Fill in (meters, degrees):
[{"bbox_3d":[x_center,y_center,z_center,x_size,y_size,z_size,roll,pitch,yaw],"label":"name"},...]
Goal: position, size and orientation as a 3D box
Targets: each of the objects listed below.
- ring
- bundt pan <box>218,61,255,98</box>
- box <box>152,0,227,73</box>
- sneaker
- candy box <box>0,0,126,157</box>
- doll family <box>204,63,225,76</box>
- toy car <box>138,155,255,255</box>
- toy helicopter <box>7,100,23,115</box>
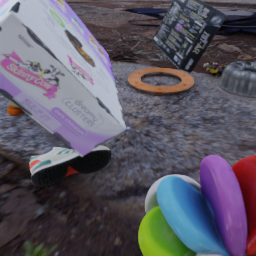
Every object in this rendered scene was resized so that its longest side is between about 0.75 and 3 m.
[{"bbox_3d":[1.248,-1.796,10.731,2.496,0.239,2.496,0,32,0],"label":"ring"},{"bbox_3d":[4.483,-1.895,10.345,2.118,0.795,2.118,0,31,0],"label":"bundt pan"},{"bbox_3d":[1.633,-2.868,8.157,0.470,1.731,2.161,14,30,-29],"label":"box"},{"bbox_3d":[-1.293,0.635,6.214,1.801,0.634,0.842,-17,40,-21],"label":"sneaker"},{"bbox_3d":[-1.292,-1.298,5.142,1.033,2.422,2.887,-32,37,15],"label":"candy box"},{"bbox_3d":[3.717,-2.390,11.505,1.227,0.481,0.709,-14,28,-27],"label":"doll family"},{"bbox_3d":[1.404,1.250,3.966,2.512,1.884,2.198,-2,31,-4],"label":"toy car"},{"bbox_3d":[-3.124,-1.104,9.103,1.254,0.748,1.896,0,28,-5],"label":"toy helicopter"}]
